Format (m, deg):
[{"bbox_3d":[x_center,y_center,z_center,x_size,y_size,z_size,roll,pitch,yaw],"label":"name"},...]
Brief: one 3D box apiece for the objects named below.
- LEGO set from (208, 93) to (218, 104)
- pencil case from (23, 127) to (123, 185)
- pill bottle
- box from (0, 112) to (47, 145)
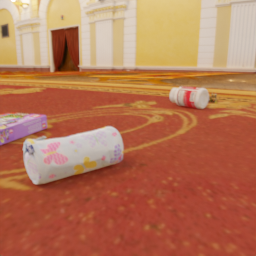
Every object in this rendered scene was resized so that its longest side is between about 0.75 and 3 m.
[{"bbox_3d":[5.147,-1.889,17.560,1.051,0.609,0.808,6,16,23],"label":"LEGO set"},{"bbox_3d":[-1.348,0.632,7.147,2.502,1.040,1.135,-9,42,-34],"label":"pencil case"},{"bbox_3d":[3.437,-1.763,16.004,1.146,1.146,2.041,-14,20,-43],"label":"pill bottle"},{"bbox_3d":[-4.790,0.002,10.443,2.028,0.579,2.963,6,16,22],"label":"box"}]
